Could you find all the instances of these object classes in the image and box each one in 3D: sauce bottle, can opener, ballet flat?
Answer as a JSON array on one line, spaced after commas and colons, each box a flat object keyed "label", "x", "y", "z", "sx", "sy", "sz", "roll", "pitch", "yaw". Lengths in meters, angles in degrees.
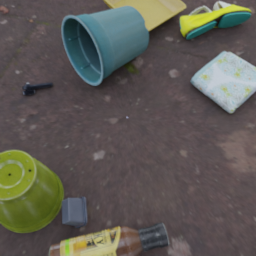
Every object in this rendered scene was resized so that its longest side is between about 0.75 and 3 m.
[{"label": "sauce bottle", "x": -0.432, "y": 2.892, "z": 6.715, "sx": 2.783, "sy": 0.901, "sz": 0.901, "roll": -12, "pitch": 60, "yaw": -8}, {"label": "can opener", "x": -3.119, "y": -1.413, "z": 9.632, "sx": 1.044, "sy": 0.411, "sz": 0.331, "roll": -15, "pitch": 22, "yaw": -12}, {"label": "ballet flat", "x": 3.340, "y": -4.334, "z": 10.868, "sx": 2.953, "sy": 0.987, "sz": 0.990, "roll": -20, "pitch": 79, "yaw": -8}]

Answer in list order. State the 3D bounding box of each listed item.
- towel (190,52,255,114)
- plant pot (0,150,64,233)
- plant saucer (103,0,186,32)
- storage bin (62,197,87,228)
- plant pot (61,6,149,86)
[{"label": "towel", "x": 3.454, "y": -1.652, "z": 9.618, "sx": 2.079, "sy": 0.501, "sz": 1.780, "roll": -39, "pitch": 66, "yaw": -20}, {"label": "plant pot", "x": -2.682, "y": 1.476, "z": 6.968, "sx": 1.866, "sy": 1.797, "sz": 1.866, "roll": 1, "pitch": 60, "yaw": -2}, {"label": "plant saucer", "x": 0.604, "y": -4.894, "z": 11.328, "sx": 2.519, "sy": 0.610, "sz": 2.520, "roll": -38, "pitch": 73, "yaw": -21}, {"label": "storage bin", "x": -1.447, "y": 2.175, "z": 7.263, "sx": 0.552, "sy": 0.510, "sz": 0.759, "roll": -30, "pitch": 54, "yaw": 33}, {"label": "plant pot", "x": -0.675, "y": -2.964, "z": 9.515, "sx": 2.266, "sy": 2.314, "sz": 2.314, "roll": -33, "pitch": 64, "yaw": -26}]
